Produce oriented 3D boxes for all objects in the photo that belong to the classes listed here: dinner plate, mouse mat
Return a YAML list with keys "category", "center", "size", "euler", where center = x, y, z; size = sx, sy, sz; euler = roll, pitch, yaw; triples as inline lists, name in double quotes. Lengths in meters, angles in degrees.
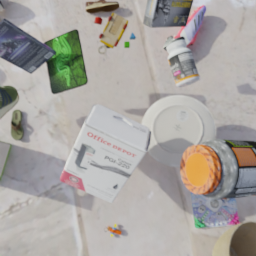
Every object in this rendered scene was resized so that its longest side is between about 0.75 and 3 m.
- category: "dinner plate"
  center: [1.755, 0.061, 9.968]
  size: [2.675, 0.324, 2.675]
  euler: [-2, 75, 8]
- category: "mouse mat"
  center: [-2.183, -2.238, 9.604]
  size: [1.564, 0.073, 1.944]
  euler: [-13, 85, 25]

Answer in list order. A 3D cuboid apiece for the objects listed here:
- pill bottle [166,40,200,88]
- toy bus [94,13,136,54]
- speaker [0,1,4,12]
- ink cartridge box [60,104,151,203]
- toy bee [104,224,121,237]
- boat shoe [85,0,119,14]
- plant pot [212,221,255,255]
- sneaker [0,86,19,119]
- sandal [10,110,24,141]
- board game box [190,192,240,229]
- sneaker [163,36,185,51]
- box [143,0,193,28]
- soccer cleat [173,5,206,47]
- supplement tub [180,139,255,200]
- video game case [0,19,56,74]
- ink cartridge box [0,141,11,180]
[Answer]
- category: "pill bottle"
  center: [1.542, -1.829, 8.012]
  size: [0.705, 0.705, 1.212]
  euler: [-18, 87, -3]
- category: "toy bus"
  center: [-0.432, -2.591, 7.837]
  size: [1.110, 0.574, 1.047]
  euler: [-17, 88, -5]
- category: "speaker"
  center: [-6.792, -5.157, 12.381]
  size: [2.417, 0.981, 0.981]
  euler: [-30, 82, -5]
- category: "ink cartridge box"
  center: [-0.741, 0.864, 8.659]
  size: [1.945, 1.132, 2.670]
  euler: [25, 124, -7]
- category: "toy bee"
  center: [-0.641, 4.026, 11.135]
  size: [0.753, 0.409, 0.493]
  euler: [46, 74, -18]
- category: "boat shoe"
  center: [-1.179, -5.602, 12.680]
  size: [1.548, 0.558, 0.557]
  euler: [-7, 82, 5]
- category: "plant pot"
  center: [4.063, 4.820, 10.089]
  size: [2.592, 1.740, 2.592]
  euler: [11, 62, -21]
- category: "sneaker"
  center: [-4.418, -1.146, 9.101]
  size: [0.992, 2.960, 1.329]
  euler: [-7, 117, 1]
- category: "sandal"
  center: [-4.749, -0.131, 11.802]
  size: [0.538, 0.387, 1.355]
  euler: [-8, 80, -1]
- category: "board game box"
  center: [3.500, 3.069, 11.330]
  size: [1.828, 0.237, 1.829]
  euler: [-5, 80, -1]
- category: "sneaker"
  center: [1.629, -3.161, 10.028]
  size: [0.334, 0.890, 0.514]
  euler: [31, 55, -38]
- category: "box"
  center: [1.376, -4.022, 9.058]
  size: [1.798, 1.424, 0.435]
  euler: [-17, 42, -38]
- category: "soccer cleat"
  center: [2.737, -4.227, 12.350]
  size: [0.987, 0.861, 2.582]
  euler: [38, 83, -10]
- category: "supplement tub"
  center: [3.155, 1.252, 8.632]
  size: [2.905, 1.780, 1.780]
  euler: [4, 79, -29]
- category: "video game case"
  center: [-3.565, -2.576, 9.155]
  size: [1.367, 1.914, 0.182]
  euler: [-28, 55, 28]
- category: "ink cartridge box"
  center: [-5.520, 1.234, 10.539]
  size: [0.910, 2.403, 1.776]
  euler: [13, 80, 2]
